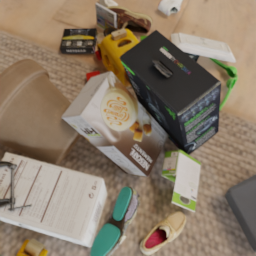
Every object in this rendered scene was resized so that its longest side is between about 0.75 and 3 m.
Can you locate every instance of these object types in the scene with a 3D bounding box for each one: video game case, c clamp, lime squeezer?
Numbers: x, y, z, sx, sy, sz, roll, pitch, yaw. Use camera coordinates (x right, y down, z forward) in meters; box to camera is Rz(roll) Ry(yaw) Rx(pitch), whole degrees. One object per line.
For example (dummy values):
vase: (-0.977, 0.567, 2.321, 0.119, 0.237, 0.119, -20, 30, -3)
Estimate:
video game case: (-0.824, -4.030, 10.445, 1.012, 0.922, 0.112, 37, 61, 23)
c clamp: (-2.747, 1.300, 6.312, 1.084, 0.172, 1.269, -16, 65, -1)
lime squeezer: (3.297, -1.655, 9.455, 0.832, 0.444, 2.356, 0, 62, 1)

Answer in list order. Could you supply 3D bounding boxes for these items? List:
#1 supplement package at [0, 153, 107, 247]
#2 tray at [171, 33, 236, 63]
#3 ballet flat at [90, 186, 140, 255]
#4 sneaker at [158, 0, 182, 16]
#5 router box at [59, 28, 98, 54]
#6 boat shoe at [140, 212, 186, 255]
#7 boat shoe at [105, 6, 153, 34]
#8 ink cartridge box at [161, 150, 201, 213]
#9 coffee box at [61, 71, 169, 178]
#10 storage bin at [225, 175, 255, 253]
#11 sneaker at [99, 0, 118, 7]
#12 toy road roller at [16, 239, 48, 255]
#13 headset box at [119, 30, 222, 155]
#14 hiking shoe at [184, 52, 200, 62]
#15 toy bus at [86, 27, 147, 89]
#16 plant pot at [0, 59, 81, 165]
supplement package: (-1.964, 1.809, 6.944, 2.531, 1.480, 1.485, 14, 64, 8)
tray: (2.641, -2.890, 9.839, 2.249, 0.249, 1.207, 10, 41, -6)
ballet flat: (-0.215, 2.452, 7.018, 0.706, 0.706, 1.962, 25, 77, 13)
sneaker: (1.939, -5.043, 11.327, 1.525, 0.571, 0.760, -39, 78, -12)
router box: (-1.803, -3.196, 10.302, 1.254, 0.327, 0.986, 2, 62, 7)
boat shoe: (0.926, 2.635, 7.059, 1.455, 0.503, 0.536, -37, 67, -18)
boat shoe: (-0.130, -3.998, 10.602, 2.069, 0.746, 0.744, 16, 62, 2)
ink cartridge box: (1.374, 1.412, 7.427, 0.522, 1.018, 1.378, -12, 56, 46)
coffee box: (-0.245, -0.011, 7.378, 1.019, 2.556, 1.462, -3, 48, 51)
storage bin: (3.447, 2.062, 6.955, 1.370, 1.485, 2.040, -23, 63, -1)
sneaker: (-0.716, -5.010, 11.352, 0.570, 0.484, 1.287, -21, 69, -24)
toy road roller: (-2.429, 3.165, 6.608, 0.604, 0.717, 0.982, 24, 67, 10)
headset box: (1.171, -0.881, 7.447, 1.259, 2.713, 2.362, -37, 61, -5)
hiking shoe: (1.408, -2.135, 9.543, 2.213, 0.823, 0.959, -33, 66, -29)
toy bus: (-0.258, -2.633, 9.449, 2.651, 1.370, 2.502, 13, 62, 7)
plant pot: (-2.470, -0.176, 7.731, 2.279, 2.613, 2.613, 36, 66, -3)
